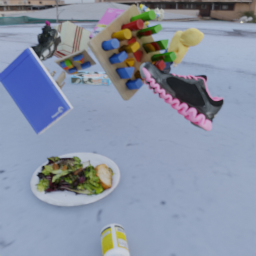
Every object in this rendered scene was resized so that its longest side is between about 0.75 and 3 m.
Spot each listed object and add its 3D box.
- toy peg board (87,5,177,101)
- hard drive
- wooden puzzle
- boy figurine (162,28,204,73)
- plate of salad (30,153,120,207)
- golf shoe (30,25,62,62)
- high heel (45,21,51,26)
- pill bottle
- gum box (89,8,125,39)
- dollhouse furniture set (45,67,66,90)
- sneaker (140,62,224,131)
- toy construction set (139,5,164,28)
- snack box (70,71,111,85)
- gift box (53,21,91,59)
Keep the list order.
[{"bbox_3d":[0.331,-2.571,9.409,1.172,2.397,2.387,6,48,52],"label":"toy peg board"},{"bbox_3d":[-2.824,-1.071,8.434,1.435,2.175,0.276,-35,0,18],"label":"hard drive"},{"bbox_3d":[-2.049,-2.519,11.109,1.291,0.323,1.394,-19,-14,11],"label":"wooden puzzle"},{"bbox_3d":[2.265,-3.624,12.552,0.872,2.708,1.684,14,63,-23],"label":"boy figurine"},{"bbox_3d":[-1.541,1.314,8.240,2.596,0.624,2.596,0,28,0],"label":"plate of salad"},{"bbox_3d":[-3.460,-2.917,11.178,0.885,2.276,1.075,46,6,16],"label":"golf shoe"},{"bbox_3d":[-3.593,-4.456,12.378,0.368,0.258,0.765,-17,63,-40],"label":"high heel"},{"bbox_3d":[-0.274,2.551,5.876,0.546,0.546,0.955,-4,28,-8],"label":"pill bottle"},{"bbox_3d":[-0.399,-3.193,11.346,0.892,2.697,1.530,19,69,25],"label":"gum box"},{"bbox_3d":[-2.777,-1.882,9.896,1.029,0.878,0.502,26,61,3],"label":"dollhouse furniture set"},{"bbox_3d":[1.630,-1.159,8.205,2.814,1.342,1.112,36,7,-13],"label":"sneaker"},{"bbox_3d":[0.726,-4.228,10.722,0.692,0.986,1.503,43,38,15],"label":"toy construction set"},{"bbox_3d":[-2.173,-3.052,17.096,2.394,0.444,1.391,3,27,7],"label":"snack box"},{"bbox_3d":[-2.679,-3.758,12.795,1.477,1.494,1.600,12,-4,-38],"label":"gift box"}]
